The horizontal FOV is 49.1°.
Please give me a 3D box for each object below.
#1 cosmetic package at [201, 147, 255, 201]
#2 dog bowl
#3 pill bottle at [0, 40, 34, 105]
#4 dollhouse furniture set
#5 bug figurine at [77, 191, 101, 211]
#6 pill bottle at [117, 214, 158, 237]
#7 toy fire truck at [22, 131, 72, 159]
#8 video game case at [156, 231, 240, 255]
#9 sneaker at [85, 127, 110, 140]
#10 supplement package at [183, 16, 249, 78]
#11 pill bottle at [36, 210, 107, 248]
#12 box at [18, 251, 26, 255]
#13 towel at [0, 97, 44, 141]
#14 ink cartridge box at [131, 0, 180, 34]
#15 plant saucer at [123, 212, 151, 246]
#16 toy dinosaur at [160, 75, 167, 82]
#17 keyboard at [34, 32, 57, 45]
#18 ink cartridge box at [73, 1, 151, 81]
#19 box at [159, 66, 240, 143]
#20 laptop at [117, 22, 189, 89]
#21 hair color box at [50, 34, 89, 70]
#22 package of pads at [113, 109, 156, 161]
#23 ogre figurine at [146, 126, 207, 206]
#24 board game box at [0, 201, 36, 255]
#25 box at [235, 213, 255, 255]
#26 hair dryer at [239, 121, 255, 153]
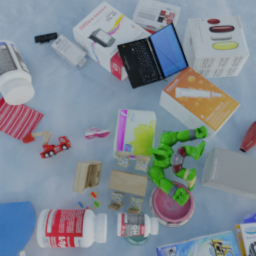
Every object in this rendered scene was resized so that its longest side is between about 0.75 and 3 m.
[{"bbox_3d":[4.060,1.705,10.081,2.521,1.137,1.347,15,70,2],"label":"cosmetic package"},{"bbox_3d":[1.565,2.644,9.923,1.648,0.608,1.648,-1,67,2],"label":"dog bowl"},{"bbox_3d":[-4.831,-2.239,11.468,1.392,1.392,2.446,-26,70,-10],"label":"pill bottle"},{"bbox_3d":[-0.513,1.791,9.527,2.237,1.486,1.961,10,90,14],"label":"dollhouse furniture set"},{"bbox_3d":[-1.401,2.728,10.150,0.840,0.216,0.652,-34,78,-17],"label":"bug figurine"},{"bbox_3d":[0.288,3.075,8.843,1.248,0.691,0.691,2,69,-1],"label":"pill bottle"},{"bbox_3d":[-3.088,0.545,10.681,1.623,0.396,1.145,-24,84,2],"label":"toy fire truck"},{"bbox_3d":[2.502,5.064,8.994,2.597,0.651,2.865,-11,69,-5],"label":"video game case"},{"bbox_3d":[-1.224,0.140,11.057,1.014,0.412,0.447,-5,58,-12],"label":"sneaker"},{"bbox_3d":[3.595,-3.363,11.809,2.127,1.564,2.034,-4,68,0],"label":"supplement package"},{"bbox_3d":[-1.821,3.350,9.367,2.154,1.209,1.209,0,69,0],"label":"pill bottle"},{"bbox_3d":[-3.945,5.239,8.913,1.624,0.635,2.663,-19,69,-6],"label":"box"},{"bbox_3d":[-4.618,-0.390,11.378,1.952,0.219,1.411,25,71,9],"label":"towel"},{"bbox_3d":[1.197,-4.865,12.814,1.916,0.803,1.682,18,70,7],"label":"ink cartridge box"},{"bbox_3d":[0.330,3.470,9.713,1.157,0.158,1.157,6,69,-16],"label":"plant saucer"},{"bbox_3d":[1.313,-2.198,12.101,0.782,0.186,0.345,5,91,-1],"label":"toy dinosaur"},{"bbox_3d":[-3.776,-4.142,12.861,1.061,0.210,0.552,-14,69,-4],"label":"keyboard"},{"bbox_3d":[-0.639,-3.759,12.137,2.863,1.226,2.113,40,74,11],"label":"ink cartridge box"},{"bbox_3d":[2.730,-0.940,11.033,2.541,1.239,1.581,40,74,15],"label":"box"},{"bbox_3d":[0.926,-2.771,10.834,2.115,1.092,1.875,-19,88,-17],"label":"laptop"},{"bbox_3d":[-2.554,-3.331,12.310,1.572,0.477,0.778,40,88,14],"label":"hair color box"},{"bbox_3d":[0.284,0.254,10.872,1.524,0.673,1.973,5,69,2],"label":"package of pads"},{"bbox_3d":[1.675,1.104,9.884,1.656,1.355,2.762,15,93,25],"label":"ogre figurine"},{"bbox_3d":[-4.359,3.603,9.358,2.784,0.542,2.200,-6,41,7],"label":"board game box"},{"bbox_3d":[4.635,4.211,9.419,1.525,0.531,2.561,-4,66,-1],"label":"box"},{"bbox_3d":[5.407,0.494,10.808,2.330,0.633,1.775,-9,70,-3],"label":"hair dryer"}]
